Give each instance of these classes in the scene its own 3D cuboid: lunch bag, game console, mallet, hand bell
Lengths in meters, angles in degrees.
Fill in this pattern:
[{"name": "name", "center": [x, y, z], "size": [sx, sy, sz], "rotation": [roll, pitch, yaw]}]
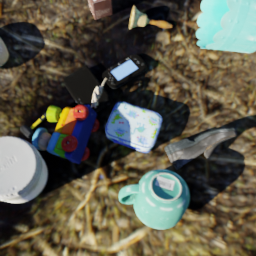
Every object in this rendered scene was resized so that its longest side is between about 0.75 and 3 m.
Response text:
[{"name": "lunch bag", "center": [0.156, 0.002, 9.182], "size": [1.690, 0.697, 1.359], "rotation": [18, 71, 6]}, {"name": "game console", "center": [-0.719, -1.781, 9.975], "size": [2.858, 0.345, 1.686], "rotation": [-33, 75, -11]}, {"name": "mallet", "center": [-3.078, -0.264, 9.542], "size": [0.444, 0.278, 1.350], "rotation": [32, 69, 14]}, {"name": "hand bell", "center": [0.893, -4.015, 10.664], "size": [1.597, 0.831, 0.831], "rotation": [9, 71, -11]}]

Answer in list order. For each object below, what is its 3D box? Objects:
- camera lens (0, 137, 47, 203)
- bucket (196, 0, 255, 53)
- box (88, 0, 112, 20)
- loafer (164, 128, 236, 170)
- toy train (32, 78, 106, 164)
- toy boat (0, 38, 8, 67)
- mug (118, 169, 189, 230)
[{"name": "camera lens", "center": [-3.232, 1.240, 7.945], "size": [1.673, 2.092, 1.673], "rotation": [3, 72, -9]}, {"name": "bucket", "center": [3.612, -3.858, 9.531], "size": [1.763, 2.710, 2.710], "rotation": [7, 71, -7]}, {"name": "box", "center": [-1.088, -4.798, 10.690], "size": [0.752, 0.916, 0.760], "rotation": [-20, 73, -7]}, {"name": "loafer", "center": [2.389, 0.626, 8.969], "size": [2.339, 0.851, 0.845], "rotation": [-19, 80, 4]}, {"name": "toy train", "center": [-1.876, -0.425, 9.170], "size": [1.687, 1.234, 2.916], "rotation": [11, 71, 18]}, {"name": "toy boat", "center": [-5.617, -2.610, 9.980], "size": [2.376, 1.104, 1.997], "rotation": [-33, 79, -18]}, {"name": "mug", "center": [0.836, 2.004, 7.959], "size": [1.849, 1.144, 1.520], "rotation": [-19, 54, -23]}]
